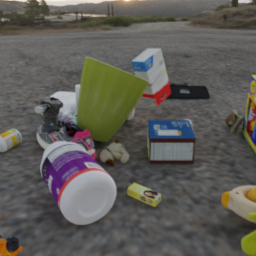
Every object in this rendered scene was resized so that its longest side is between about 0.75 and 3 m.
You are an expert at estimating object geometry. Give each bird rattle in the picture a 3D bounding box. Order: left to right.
[{"bbox_3d":[3.527,1.776,6.381,2.802,1.578,2.284,-12,17,-29],"label":"bird rattle"}]

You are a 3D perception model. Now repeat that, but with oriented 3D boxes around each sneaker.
[{"bbox_3d":[-2.781,-0.113,11.374,1.370,0.762,1.959,-11,17,-19],"label":"sneaker"},{"bbox_3d":[-2.194,0.286,9.899,2.962,1.106,1.194,16,30,39],"label":"sneaker"}]

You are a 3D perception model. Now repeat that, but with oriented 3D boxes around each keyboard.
[{"bbox_3d":[3.147,-1.971,15.893,2.745,0.544,1.429,1,48,-1],"label":"keyboard"}]

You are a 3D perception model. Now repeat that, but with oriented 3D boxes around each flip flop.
[{"bbox_3d":[4.308,-0.344,11.614,0.554,0.781,1.926,25,23,2],"label":"flip flop"}]

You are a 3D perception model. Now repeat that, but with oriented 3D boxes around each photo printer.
[{"bbox_3d":[-3.094,-1.076,13.373,1.715,0.716,2.062,7,26,12],"label":"photo printer"}]

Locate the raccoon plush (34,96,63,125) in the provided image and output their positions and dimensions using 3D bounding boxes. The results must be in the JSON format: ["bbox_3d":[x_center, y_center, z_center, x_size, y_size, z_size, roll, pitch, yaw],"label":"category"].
[{"bbox_3d":[-3.031,-0.480,10.164,0.782,1.084,1.617,25,24,16],"label":"raccoon plush"}]

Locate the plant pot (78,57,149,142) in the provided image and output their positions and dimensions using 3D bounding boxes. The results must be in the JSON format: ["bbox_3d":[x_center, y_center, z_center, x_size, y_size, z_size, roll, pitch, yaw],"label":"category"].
[{"bbox_3d":[-0.854,-0.912,10.318,2.459,2.628,2.459,22,8,-3],"label":"plant pot"}]

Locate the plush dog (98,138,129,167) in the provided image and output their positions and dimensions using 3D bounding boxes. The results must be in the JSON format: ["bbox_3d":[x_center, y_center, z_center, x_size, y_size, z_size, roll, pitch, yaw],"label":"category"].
[{"bbox_3d":[-0.564,0.851,9.343,0.831,0.777,0.968,-37,37,-17],"label":"plush dog"}]

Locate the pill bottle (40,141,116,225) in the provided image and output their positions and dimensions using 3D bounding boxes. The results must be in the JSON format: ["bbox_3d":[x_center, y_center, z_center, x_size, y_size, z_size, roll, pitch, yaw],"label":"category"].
[{"bbox_3d":[-1.449,1.284,7.414,1.401,1.401,2.492,-14,28,-28],"label":"pill bottle"}]

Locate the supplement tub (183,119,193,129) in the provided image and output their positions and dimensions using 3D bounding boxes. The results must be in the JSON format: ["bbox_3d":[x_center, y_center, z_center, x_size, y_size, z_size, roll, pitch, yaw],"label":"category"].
[{"bbox_3d":[1.877,0.076,10.866,1.160,0.711,0.711,-10,27,-22],"label":"supplement tub"}]

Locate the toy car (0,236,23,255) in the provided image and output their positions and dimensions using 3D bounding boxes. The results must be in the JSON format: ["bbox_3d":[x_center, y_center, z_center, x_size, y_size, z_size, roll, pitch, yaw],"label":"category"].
[{"bbox_3d":[-2.051,2.472,5.032,2.950,1.447,0.982,4,56,23],"label":"toy car"}]

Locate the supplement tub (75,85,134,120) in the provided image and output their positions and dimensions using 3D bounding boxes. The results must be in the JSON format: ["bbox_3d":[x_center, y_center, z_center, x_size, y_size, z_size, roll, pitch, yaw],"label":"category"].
[{"bbox_3d":[-1.028,-1.182,12.343,2.441,1.766,1.766,-2,25,-7],"label":"supplement tub"}]

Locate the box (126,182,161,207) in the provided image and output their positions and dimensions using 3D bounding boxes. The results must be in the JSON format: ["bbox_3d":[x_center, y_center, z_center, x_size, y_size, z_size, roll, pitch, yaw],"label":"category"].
[{"bbox_3d":[0.412,1.812,7.662,0.944,0.237,0.355,15,28,31],"label":"box"}]

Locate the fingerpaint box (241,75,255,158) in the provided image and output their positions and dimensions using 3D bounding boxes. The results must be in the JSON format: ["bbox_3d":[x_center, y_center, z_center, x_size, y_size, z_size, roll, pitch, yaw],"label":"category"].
[{"bbox_3d":[4.913,-0.303,9.676,1.057,2.403,2.881,3,26,7],"label":"fingerpaint box"}]

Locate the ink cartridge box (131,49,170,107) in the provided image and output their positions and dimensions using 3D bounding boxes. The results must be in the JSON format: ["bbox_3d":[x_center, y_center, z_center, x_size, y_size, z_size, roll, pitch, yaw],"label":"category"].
[{"bbox_3d":[1.022,-2.093,11.789,0.715,2.127,1.236,13,45,40],"label":"ink cartridge box"}]

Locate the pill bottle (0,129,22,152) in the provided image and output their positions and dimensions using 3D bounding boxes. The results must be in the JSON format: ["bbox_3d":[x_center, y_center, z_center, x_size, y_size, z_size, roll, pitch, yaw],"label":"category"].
[{"bbox_3d":[-4.426,0.503,10.079,0.601,0.601,1.065,10,26,21],"label":"pill bottle"}]

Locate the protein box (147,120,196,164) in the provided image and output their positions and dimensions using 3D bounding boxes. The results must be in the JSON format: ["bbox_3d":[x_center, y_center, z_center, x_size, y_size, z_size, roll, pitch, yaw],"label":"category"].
[{"bbox_3d":[1.445,0.458,9.685,1.480,0.999,1.470,0,25,1],"label":"protein box"}]
